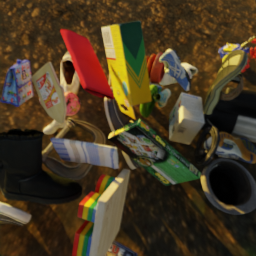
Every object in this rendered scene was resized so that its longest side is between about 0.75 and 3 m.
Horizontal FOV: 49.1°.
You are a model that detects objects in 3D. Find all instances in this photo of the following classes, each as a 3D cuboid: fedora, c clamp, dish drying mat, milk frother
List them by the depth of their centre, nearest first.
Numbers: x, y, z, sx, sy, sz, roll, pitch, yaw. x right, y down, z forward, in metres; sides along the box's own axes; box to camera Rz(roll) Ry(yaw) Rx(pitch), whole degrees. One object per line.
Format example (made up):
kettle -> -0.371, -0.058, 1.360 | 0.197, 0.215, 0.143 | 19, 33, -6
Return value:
dish drying mat -> -1.274, -1.959, 8.420 | 1.086, 0.257, 2.827 | 16, 40, -44
fedora -> 3.016, 1.880, 8.617 | 1.625, 0.829, 1.837 | -14, 57, -9
milk frother -> 3.617, 0.155, 9.191 | 2.532, 2.429, 2.692 | 14, 90, 10
c clamp -> -2.083, 0.563, 9.257 | 2.338, 0.371, 2.737 | 34, 48, 6

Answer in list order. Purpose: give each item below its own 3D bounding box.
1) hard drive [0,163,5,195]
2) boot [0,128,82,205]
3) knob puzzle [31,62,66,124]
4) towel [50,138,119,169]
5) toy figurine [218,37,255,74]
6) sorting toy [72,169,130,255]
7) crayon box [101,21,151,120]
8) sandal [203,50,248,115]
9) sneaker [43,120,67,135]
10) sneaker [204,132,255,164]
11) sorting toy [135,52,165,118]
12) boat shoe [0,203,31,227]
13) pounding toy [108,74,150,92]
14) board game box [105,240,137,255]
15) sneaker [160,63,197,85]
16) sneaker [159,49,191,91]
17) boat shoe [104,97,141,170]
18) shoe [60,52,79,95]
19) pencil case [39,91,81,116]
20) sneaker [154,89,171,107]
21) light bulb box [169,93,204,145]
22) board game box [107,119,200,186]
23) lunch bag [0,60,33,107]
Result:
hard drive -> -3.686, 1.409, 8.761 | 0.884, 0.277, 1.311 | -13, 86, 9
boot -> -2.550, 1.054, 7.912 | 2.452, 2.009, 0.907 | 2, 17, 3
knob puzzle -> -2.194, -0.930, 8.259 | 0.257, 1.850, 1.850 | -25, 59, -37
towel -> -1.204, 0.765, 8.143 | 1.890, 1.388, 0.225 | 9, 62, 4
toy figurine -> 4.352, -3.030, 11.949 | 2.231, 1.177, 1.336 | -37, 36, -24
sorting toy -> -0.685, 2.219, 7.148 | 0.688, 1.978, 1.966 | 13, 16, 13
crayon box -> -0.041, -1.772, 8.634 | 0.696, 2.742, 1.741 | -16, 21, -17
sandal -> 2.757, -1.172, 7.769 | 0.748, 2.622, 1.041 | 23, 69, 9
sneaker -> -2.669, -0.115, 10.118 | 0.916, 0.455, 0.357 | -32, 63, -19
sneaker -> 3.369, 0.686, 9.206 | 1.908, 0.841, 0.718 | 25, 61, -19
sorting toy -> 0.650, -1.619, 10.322 | 0.991, 1.451, 2.415 | 19, 85, 15
boat shoe -> -4.255, 2.547, 8.143 | 2.852, 0.997, 0.945 | 12, 67, 8
pounding toy -> 0.007, -1.676, 10.527 | 1.525, 0.698, 1.340 | -1, 77, 34
board game box -> -0.681, 3.638, 7.815 | 1.588, 0.275, 1.076 | 23, 60, 14
sneaker -> 1.973, -2.113, 11.007 | 1.678, 0.628, 0.836 | -27, 34, -21
sneaker -> 1.490, -1.759, 8.870 | 0.549, 0.539, 1.424 | -34, 96, -9
boat shoe -> 0.034, 0.093, 8.804 | 0.831, 2.649, 0.962 | -17, 24, 13
shoe -> -2.298, -2.382, 11.438 | 0.885, 0.676, 2.531 | -2, 57, -1
pencil case -> -2.256, -0.862, 9.102 | 1.682, 0.696, 0.728 | 15, 54, 46
sneaker -> 1.138, -1.027, 10.281 | 0.611, 0.935, 0.372 | -23, 63, -26
light bulb box -> 1.968, -0.310, 9.614 | 0.772, 1.226, 1.237 | 14, 48, -8
board game box -> 0.762, 0.814, 8.104 | 2.585, 1.354, 0.303 | 41, 48, -23
lunch bag -> -3.483, -1.515, 8.879 | 0.633, 1.347, 1.014 | 16, 28, 3
